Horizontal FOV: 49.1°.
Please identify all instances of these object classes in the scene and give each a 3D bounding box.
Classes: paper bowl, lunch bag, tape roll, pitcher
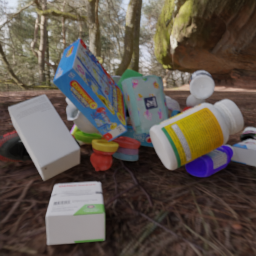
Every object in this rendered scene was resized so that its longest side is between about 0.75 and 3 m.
[{"bbox_3d":[1.461,-0.801,12.820,1.788,0.930,1.788,-3,-27,-1],"label":"paper bowl"},{"bbox_3d":[0.601,-0.791,9.571,1.352,1.889,2.218,-11,2,19],"label":"lunch bag"},{"bbox_3d":[-0.216,-1.065,12.299,0.716,2.979,2.979,24,14,5],"label":"tape roll"},{"bbox_3d":[-1.430,-0.399,8.756,0.740,1.048,1.221,-35,-36,12],"label":"pitcher"}]

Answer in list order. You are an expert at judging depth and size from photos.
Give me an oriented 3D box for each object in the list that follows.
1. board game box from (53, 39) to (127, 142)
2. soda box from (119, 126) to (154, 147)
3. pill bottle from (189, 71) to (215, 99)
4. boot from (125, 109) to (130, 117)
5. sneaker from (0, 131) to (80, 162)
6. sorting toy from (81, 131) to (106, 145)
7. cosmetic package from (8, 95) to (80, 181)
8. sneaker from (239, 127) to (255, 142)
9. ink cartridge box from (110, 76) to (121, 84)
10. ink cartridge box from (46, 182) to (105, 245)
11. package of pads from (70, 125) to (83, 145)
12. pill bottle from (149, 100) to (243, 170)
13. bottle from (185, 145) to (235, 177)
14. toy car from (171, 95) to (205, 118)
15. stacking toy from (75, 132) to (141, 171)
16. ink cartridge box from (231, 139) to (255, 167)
[{"bbox_3d":[-1.045,-1.213,8.590,0.693,2.428,2.479,-31,32,16],"label":"board game box"},{"bbox_3d":[0.678,0.353,11.384,2.039,0.654,0.692,8,9,29],"label":"soda box"},{"bbox_3d":[2.271,-1.379,8.698,0.728,0.728,1.371,2,18,12],"label":"pill bottle"},{"bbox_3d":[-0.091,-0.855,12.666,0.920,0.754,0.340,-10,1,38],"label":"boot"},{"bbox_3d":[-2.755,0.633,8.828,2.802,0.990,1.369,0,9,-34],"label":"sneaker"},{"bbox_3d":[-1.701,0.359,11.702,1.415,0.840,1.572,-22,16,-9],"label":"sorting toy"},{"bbox_3d":[-2.357,0.224,7.880,1.161,0.915,2.157,-24,64,-25],"label":"cosmetic package"},{"bbox_3d":[5.294,0.513,11.005,0.812,0.756,1.881,-27,20,-34],"label":"sneaker"},{"bbox_3d":[-0.822,-1.300,14.443,0.590,2.726,2.677,3,12,6],"label":"ink cartridge box"},{"bbox_3d":[-0.983,1.584,5.415,0.998,0.576,1.372,-2,11,-8],"label":"ink cartridge box"},{"bbox_3d":[-1.548,-0.196,10.555,0.630,1.427,1.847,33,-32,-14],"label":"package of pads"},{"bbox_3d":[1.859,0.111,7.596,2.282,1.287,1.287,-25,16,-8],"label":"pill bottle"},{"bbox_3d":[2.583,0.931,8.499,0.846,0.661,2.026,9,14,44],"label":"bottle"},{"bbox_3d":[2.417,-0.703,10.001,1.247,1.353,1.197,13,-8,37],"label":"toy car"},{"bbox_3d":[-0.731,0.729,9.135,1.845,0.861,2.038,16,10,39],"label":"stacking toy"},{"bbox_3d":[4.227,0.808,9.362,1.351,0.572,0.976,-9,14,-43],"label":"ink cartridge box"}]
